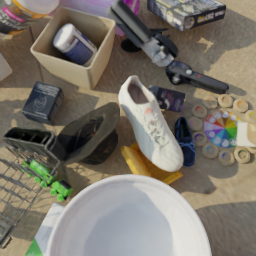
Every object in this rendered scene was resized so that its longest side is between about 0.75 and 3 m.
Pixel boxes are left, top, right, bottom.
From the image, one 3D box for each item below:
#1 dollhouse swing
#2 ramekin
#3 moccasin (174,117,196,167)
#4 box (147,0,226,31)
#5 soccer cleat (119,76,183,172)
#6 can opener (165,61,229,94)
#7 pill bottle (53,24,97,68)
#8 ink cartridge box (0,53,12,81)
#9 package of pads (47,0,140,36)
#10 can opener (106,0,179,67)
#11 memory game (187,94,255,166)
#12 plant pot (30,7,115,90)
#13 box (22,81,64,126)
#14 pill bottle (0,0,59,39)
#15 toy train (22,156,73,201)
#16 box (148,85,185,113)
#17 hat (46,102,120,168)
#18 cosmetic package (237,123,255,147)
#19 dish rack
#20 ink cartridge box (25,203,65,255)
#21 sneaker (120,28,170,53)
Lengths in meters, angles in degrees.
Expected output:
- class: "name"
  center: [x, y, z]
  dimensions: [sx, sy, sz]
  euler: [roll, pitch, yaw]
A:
- class: "dollhouse swing"
  center: [0.588, 0.764, 6.755]
  dimensions: [1.141, 1.104, 1.256]
  euler: [-29, 69, -4]
- class: "ramekin"
  center: [0.013, 2.250, 4.885]
  dimensions: [2.579, 1.354, 2.579]
  euler: [0, 64, 1]
- class: "moccasin"
  center: [1.433, 0.339, 7.338]
  dimensions: [0.541, 0.458, 1.344]
  euler: [-9, 66, -4]
- class: "box"
  center: [1.771, -3.789, 8.777]
  dimensions: [1.600, 0.487, 1.985]
  euler: [-21, 47, -20]
- class: "soccer cleat"
  center: [0.512, -0.113, 6.704]
  dimensions: [0.872, 0.976, 2.516]
  euler: [-23, 69, -22]
- class: "can opener"
  center: [1.964, -1.422, 8.057]
  dimensions: [1.883, 0.597, 0.740]
  euler: [22, 82, 9]
- class: "pill bottle"
  center: [-1.366, -2.199, 7.912]
  dimensions: [0.746, 1.345, 0.746]
  euler: [-21, 52, 30]
- class: "ink cartridge box"
  center: [-4.626, -2.477, 8.087]
  dimensions: [2.440, 1.417, 0.820]
  euler: [42, 73, 16]
- class: "package of pads"
  center: [-1.176, -4.006, 8.778]
  dimensions: [2.880, 1.090, 1.735]
  euler: [18, 53, 8]
- class: "can opener"
  center: [0.418, -2.643, 7.901]
  dimensions: [2.357, 0.620, 0.783]
  euler: [37, 59, -23]
- class: "memory game"
  center: [2.683, -0.010, 7.675]
  dimensions: [2.150, 0.137, 2.150]
  euler: [0, 66, 0]
- class: "plant pot"
  center: [-1.368, -2.061, 7.851]
  dimensions: [1.682, 1.491, 1.684]
  euler: [19, 68, 11]
- class: "box"
  center: [-2.319, -0.677, 7.737]
  dimensions: [0.740, 0.534, 0.997]
  euler: [17, 69, 6]
- class: "pill bottle"
  center: [-3.256, -3.526, 7.842]
  dimensions: [2.667, 1.552, 1.552]
  euler: [-9, 57, 41]
- class: "toy train"
  center: [-2.010, 1.219, 6.899]
  dimensions: [1.546, 0.323, 0.436]
  euler: [33, 109, 17]
- class: "box"
  center: [0.995, -0.782, 7.538]
  dimensions: [0.906, 0.481, 0.554]
  euler: [9, 101, -29]
- class: "hat"
  center: [-0.905, 0.385, 6.955]
  dimensions: [2.246, 0.906, 2.246]
  euler: [-29, 30, 19]
- class: "cosmetic package"
  center: [3.539, 0.186, 6.820]
  dimensions: [1.633, 0.859, 0.580]
  euler: [3, 93, 22]
- class: "dish rack"
  center: [-2.695, 1.259, 6.145]
  dimensions: [2.093, 0.744, 2.729]
  euler: [4, 53, 44]
- class: "ink cartridge box"
  center: [-0.898, 2.871, 5.899]
  dimensions: [2.284, 0.960, 1.667]
  euler: [23, 68, 10]
- class: "sneaker"
  center: [0.552, -2.761, 8.708]
  dimensions: [1.554, 0.467, 0.810]
  euler: [-10, 30, 9]
